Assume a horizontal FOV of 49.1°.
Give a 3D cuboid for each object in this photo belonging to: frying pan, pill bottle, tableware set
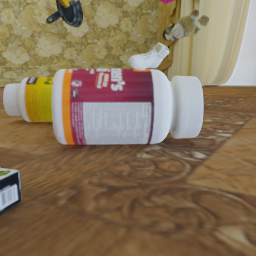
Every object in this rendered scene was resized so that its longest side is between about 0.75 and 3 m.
[{"bbox_3d":[-2.117,-3.801,9.509,0.372,2.286,1.383,-5,-33,26],"label":"frying pan"},{"bbox_3d":[-0.021,-0.408,5.461,2.660,1.457,1.457,-1,11,-3],"label":"pill bottle"},{"bbox_3d":[2.188,-3.458,9.110,0.816,0.681,0.095,50,29,22],"label":"tableware set"},{"bbox_3d":[-2.268,-0.818,8.131,2.340,1.278,1.278,-1,11,-3],"label":"pill bottle"}]

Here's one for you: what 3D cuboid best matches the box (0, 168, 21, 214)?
[{"bbox_3d":[-1.984,0.769,2.131,1.155,0.364,2.098,3,11,17],"label":"box"}]

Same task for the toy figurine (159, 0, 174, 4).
[{"bbox_3d":[1.164,-3.911,7.731,0.920,1.000,0.751,-27,21,40],"label":"toy figurine"}]

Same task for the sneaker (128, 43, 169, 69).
[{"bbox_3d":[0.738,-2.447,9.303,1.622,0.598,0.937,-23,-17,-50],"label":"sneaker"}]

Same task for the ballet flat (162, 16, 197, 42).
[{"bbox_3d":[1.595,-3.140,9.097,0.638,0.638,1.805,-3,10,-14],"label":"ballet flat"}]

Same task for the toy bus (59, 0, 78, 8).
[{"bbox_3d":[-1.511,-4.167,8.476,1.409,0.459,0.552,-42,27,-17],"label":"toy bus"}]
